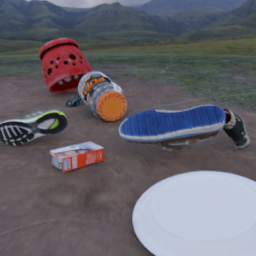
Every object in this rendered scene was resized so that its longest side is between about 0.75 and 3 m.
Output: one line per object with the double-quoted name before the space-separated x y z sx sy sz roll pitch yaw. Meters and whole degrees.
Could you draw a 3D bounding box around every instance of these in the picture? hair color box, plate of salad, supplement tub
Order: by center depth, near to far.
"plate of salad" 1.423 1.622 5.188 2.676 0.643 2.676 -10 21 4
"hair color box" -1.417 0.778 7.852 1.322 0.423 0.733 -14 22 -40
"supplement tub" -1.111 -1.367 12.133 1.577 1.577 2.574 -8 28 -23

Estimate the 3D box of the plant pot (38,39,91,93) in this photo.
"plant pot" -3.682 -3.655 16.280 2.705 2.463 2.705 -19 -5 -2

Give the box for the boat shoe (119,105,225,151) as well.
"boat shoe" 1.247 0.155 8.051 2.957 1.070 1.068 -5 49 7

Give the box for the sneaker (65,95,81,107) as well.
"sneaker" -2.658 -1.318 14.228 0.476 0.453 1.201 22 32 18

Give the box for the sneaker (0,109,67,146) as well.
"sneaker" -3.181 -0.076 9.332 2.408 0.890 0.975 -11 19 -3

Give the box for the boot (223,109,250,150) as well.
"boot" 3.202 -0.251 8.819 0.600 1.256 1.663 -30 35 23
